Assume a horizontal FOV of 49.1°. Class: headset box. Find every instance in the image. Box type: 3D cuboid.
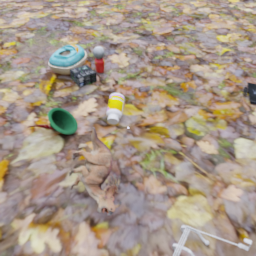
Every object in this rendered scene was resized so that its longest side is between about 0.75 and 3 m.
[{"bbox_3d":[-2.207,-2.565,13.663,0.957,0.510,1.099,-24,46,-24],"label":"headset box"}]

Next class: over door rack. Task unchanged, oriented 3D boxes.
[{"bbox_3d":[1.904,3.178,6.725,1.796,0.598,1.327,2,35,35],"label":"over door rack"}]

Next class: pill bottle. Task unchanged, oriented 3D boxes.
[{"bbox_3d":[-0.525,-0.761,11.279,0.627,0.627,1.202,5,59,6],"label":"pill bottle"}]

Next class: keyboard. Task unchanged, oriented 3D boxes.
[{"bbox_3d":[5.686,-1.564,12.743,0.976,0.208,1.625,14,41,6],"label":"keyboard"}]

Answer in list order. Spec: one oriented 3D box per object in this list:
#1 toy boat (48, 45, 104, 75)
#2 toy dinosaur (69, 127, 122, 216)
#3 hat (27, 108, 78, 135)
[{"bbox_3d":[-2.515,-3.622,14.285,2.827,1.314,2.376,10,41,12],"label":"toy boat"},{"bbox_3d":[-0.834,1.224,8.198,1.576,0.998,2.325,9,82,-1],"label":"toy dinosaur"},{"bbox_3d":[-2.856,0.010,10.932,1.431,1.260,1.185,50,35,7],"label":"hat"}]
